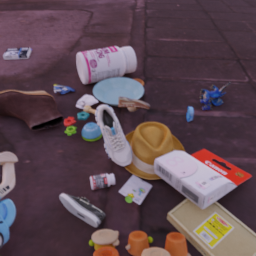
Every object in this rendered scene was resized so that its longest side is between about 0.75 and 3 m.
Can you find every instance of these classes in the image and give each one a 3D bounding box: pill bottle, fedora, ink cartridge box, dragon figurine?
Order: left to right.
[{"bbox_3d":[-6.781,-4.651,17.247,1.430,0.313,1.444,-4,38,-4],"label":"ink cartridge box"},{"bbox_3d":[-0.847,1.762,9.248,0.776,0.450,0.450,-10,40,-12],"label":"pill bottle"},{"bbox_3d":[-1.122,-3.324,14.571,2.849,1.615,1.615,-16,42,-19],"label":"pill bottle"},{"bbox_3d":[0.882,0.601,10.163,2.703,1.102,2.703,0,40,0],"label":"fedora"},{"bbox_3d":[2.480,1.331,9.199,2.594,0.740,2.108,-23,37,-30],"label":"ink cartridge box"},{"bbox_3d":[4.095,-1.442,13.028,2.208,0.650,1.098,-17,42,-19],"label":"dragon figurine"}]

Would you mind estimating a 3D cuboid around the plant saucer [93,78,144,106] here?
[{"bbox_3d":[-0.463,-1.634,13.411,2.425,0.467,2.425,0,38,0],"label":"plant saucer"}]

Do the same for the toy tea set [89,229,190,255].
[{"bbox_3d":[0.259,3.407,7.118,2.721,1.007,1.618,0,10,5],"label":"toy tea set"}]

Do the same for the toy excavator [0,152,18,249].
[{"bbox_3d":[-3.682,2.019,7.749,1.118,2.177,2.239,-24,7,31],"label":"toy excavator"}]

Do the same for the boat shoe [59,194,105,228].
[{"bbox_3d":[-1.393,2.391,8.452,1.543,0.546,0.491,28,47,20],"label":"boat shoe"}]

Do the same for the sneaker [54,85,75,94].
[{"bbox_3d":[-3.151,-1.859,13.796,1.051,0.432,0.388,6,7,-20],"label":"sneaker"}]

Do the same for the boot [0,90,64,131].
[{"bbox_3d":[-4.410,-0.690,11.767,2.921,1.057,2.430,-16,40,-24],"label":"boot"}]

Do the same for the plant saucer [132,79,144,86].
[{"bbox_3d":[0.427,-2.344,14.538,0.777,0.145,0.777,0,39,0],"label":"plant saucer"}]

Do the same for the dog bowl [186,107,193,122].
[{"bbox_3d":[2.628,-0.583,11.897,0.187,0.756,0.422,-7,52,0],"label":"dog bowl"}]

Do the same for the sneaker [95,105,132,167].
[{"bbox_3d":[-0.520,0.279,9.520,0.866,2.311,1.002,-26,1,-7],"label":"sneaker"}]

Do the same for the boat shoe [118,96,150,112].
[{"bbox_3d":[0.221,-0.929,11.720,1.517,0.545,0.574,16,5,34],"label":"boat shoe"}]

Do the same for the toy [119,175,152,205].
[{"bbox_3d":[0.217,2.024,8.918,0.744,0.305,1.293,29,20,13],"label":"toy"}]

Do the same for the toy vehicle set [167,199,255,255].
[{"bbox_3d":[2.438,2.911,7.937,1.464,0.312,2.356,-26,46,-28],"label":"toy vehicle set"}]

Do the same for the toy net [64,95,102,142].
[{"bbox_3d":[-1.931,-0.469,11.980,1.476,0.543,2.813,-7,38,-4],"label":"toy net"}]
